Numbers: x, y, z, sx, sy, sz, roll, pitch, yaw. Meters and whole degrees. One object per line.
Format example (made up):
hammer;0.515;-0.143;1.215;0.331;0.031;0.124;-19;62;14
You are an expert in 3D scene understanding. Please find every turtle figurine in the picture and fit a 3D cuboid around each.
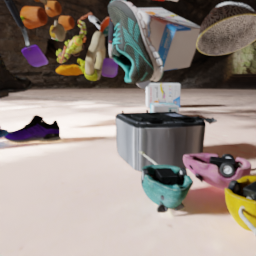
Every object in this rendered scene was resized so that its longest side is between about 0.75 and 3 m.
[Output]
turtle figurine;-2.068;-3.259;10.846;0.740;2.299;1.854;30;-12;-24

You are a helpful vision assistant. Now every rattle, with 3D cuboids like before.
rattle;-1.898;-3.693;12.793;2.024;2.833;1.845;17;17;25

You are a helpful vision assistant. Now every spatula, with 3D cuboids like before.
spatula;-0.734;-3.410;11.964;0.722;2.553;0.262;11;32;9
spatula;-2.763;-2.514;7.392;0.544;1.927;0.198;-13;26;14

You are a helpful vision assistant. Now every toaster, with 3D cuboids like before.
toaster;0.707;0.205;6.187;1.627;1.068;1.799;-3;11;-18

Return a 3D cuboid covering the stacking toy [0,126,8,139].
stacking toy;-4.009;-0.487;7.223;1.116;1.923;1.055;11;29;29

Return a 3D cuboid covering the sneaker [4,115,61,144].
sneaker;-2.744;0.011;8.079;1.564;0.778;0.544;-2;10;-9

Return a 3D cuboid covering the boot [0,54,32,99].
boot;-4.407;-2.192;9.685;0.854;2.148;2.468;-6;17;18

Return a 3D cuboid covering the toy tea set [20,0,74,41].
toy tea set;-2.721;-3.643;9.330;0.843;1.354;2.277;3;-11;22

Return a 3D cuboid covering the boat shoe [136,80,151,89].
boat shoe;0.267;-3.102;12.585;1.054;2.865;0.936;-34;38;-18

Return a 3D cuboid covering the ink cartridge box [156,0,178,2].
ink cartridge box;0.104;-3.720;7.504;2.389;0.839;2.940;6;2;-5

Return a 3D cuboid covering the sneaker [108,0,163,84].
sneaker;-0.045;-2.627;8.629;1.313;2.879;1.117;-25;-6;-25

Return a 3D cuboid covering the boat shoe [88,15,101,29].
boat shoe;-1.476;-4.955;13.003;0.835;0.307;0.273;40;-16;-10

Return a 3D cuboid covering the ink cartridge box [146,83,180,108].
ink cartridge box;2.118;-2.014;17.369;2.006;1.477;1.451;-1;11;1

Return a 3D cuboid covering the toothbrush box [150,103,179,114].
toothbrush box;1.607;-0.756;12.727;1.121;0.653;1.531;0;12;-1

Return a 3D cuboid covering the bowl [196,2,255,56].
bowl;2.850;-2.995;8.122;1.911;0.897;1.911;-8;-17;-2

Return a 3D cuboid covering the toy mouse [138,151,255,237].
toy mouse;1.083;0.824;4.228;2.458;0.535;2.766;9;13;40

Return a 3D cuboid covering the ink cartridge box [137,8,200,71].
ink cartridge box;1.240;-3.244;10.103;1.532;1.505;2.081;-19;47;-37
